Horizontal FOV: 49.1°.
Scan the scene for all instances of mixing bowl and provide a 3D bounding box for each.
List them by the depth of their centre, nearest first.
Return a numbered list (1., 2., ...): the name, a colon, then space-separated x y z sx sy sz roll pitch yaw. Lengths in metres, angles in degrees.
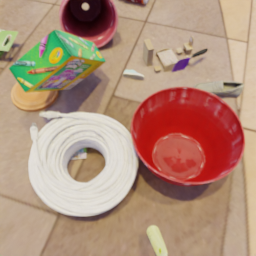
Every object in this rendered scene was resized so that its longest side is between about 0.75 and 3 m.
1. mixing bowl: 1.528 0.471 7.963 2.985 1.617 2.985 0 57 -1

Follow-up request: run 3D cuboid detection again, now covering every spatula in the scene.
1. spatula: 2.302 -2.515 10.100 0.210 0.578 2.047 43 54 16

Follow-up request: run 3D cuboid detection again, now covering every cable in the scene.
1. cable: -1.229 0.976 7.864 2.997 1.038 2.997 -1 64 -5

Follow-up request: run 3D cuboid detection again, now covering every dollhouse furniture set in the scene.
1. dollhouse furniture set: 1.619 -2.828 10.541 1.911 0.846 0.991 -14 58 -9

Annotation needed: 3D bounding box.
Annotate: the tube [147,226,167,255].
1. tube: 0.673 2.586 6.143 0.310 1.194 0.346 -42 105 1

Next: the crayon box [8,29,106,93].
1. crayon box: -1.941 -1.907 8.435 1.700 2.863 0.834 -33 91 16

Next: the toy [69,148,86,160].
1. toy: -1.785 0.692 8.646 0.979 0.231 0.564 -3 56 -2

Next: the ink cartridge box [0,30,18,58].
1. ink cartridge box: -5.398 -3.272 10.940 2.159 0.640 1.121 8 58 5

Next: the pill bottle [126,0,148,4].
1. pill bottle: 0.232 -6.159 12.707 1.394 0.796 0.796 16 59 11

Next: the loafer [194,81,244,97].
1. loafer: 3.156 -1.426 9.789 1.683 0.587 0.589 0 57 0

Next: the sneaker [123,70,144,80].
1. sneaker: 0.226 -2.008 10.338 0.808 0.299 0.331 14 63 8

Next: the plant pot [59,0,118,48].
1. plant pot: -1.609 -4.544 11.010 2.219 2.219 1.986 -10 42 -6

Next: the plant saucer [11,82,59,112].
1. plant saucer: -3.307 -1.297 9.905 1.657 0.267 1.657 0 57 -1
